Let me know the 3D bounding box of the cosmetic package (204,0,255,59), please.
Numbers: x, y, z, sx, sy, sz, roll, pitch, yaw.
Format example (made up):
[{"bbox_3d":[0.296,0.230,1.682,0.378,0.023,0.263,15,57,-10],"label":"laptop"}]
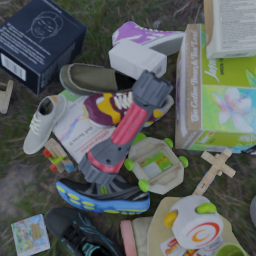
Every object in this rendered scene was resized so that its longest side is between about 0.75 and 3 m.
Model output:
[{"bbox_3d":[2.422,-2.864,6.424,1.245,0.841,2.367,-3,93,2],"label":"cosmetic package"}]

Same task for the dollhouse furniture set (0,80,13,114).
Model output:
[{"bbox_3d":[-4.821,-0.686,8.127,2.326,1.639,1.630,14,71,-26],"label":"dollhouse furniture set"}]

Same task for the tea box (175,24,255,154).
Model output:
[{"bbox_3d":[2.877,-0.970,7.733,2.940,1.997,2.989,3,72,2],"label":"tea box"}]

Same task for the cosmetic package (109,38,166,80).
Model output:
[{"bbox_3d":[0.253,-1.788,7.541,1.393,0.591,0.749,31,63,26],"label":"cosmetic package"}]

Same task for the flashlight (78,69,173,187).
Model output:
[{"bbox_3d":[-0.110,0.027,6.598,0.984,0.981,2.897,26,110,-19],"label":"flashlight"}]

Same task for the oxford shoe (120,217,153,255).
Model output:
[{"bbox_3d":[0.614,3.633,6.814,1.066,1.022,2.888,-12,73,-7],"label":"oxford shoe"}]

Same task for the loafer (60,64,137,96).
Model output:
[{"bbox_3d":[-0.707,-1.381,7.844,2.438,0.849,0.917,1,77,-39],"label":"loafer"}]

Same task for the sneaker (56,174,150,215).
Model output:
[{"bbox_3d":[-0.654,1.684,7.537,2.502,0.887,1.037,8,56,-5],"label":"sneaker"}]

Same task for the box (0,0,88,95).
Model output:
[{"bbox_3d":[-2.592,-2.449,8.205,1.697,1.224,2.287,36,62,-3],"label":"box"}]

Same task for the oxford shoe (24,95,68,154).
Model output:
[{"bbox_3d":[-2.303,-0.114,7.371,0.716,0.550,1.904,46,108,27],"label":"oxford shoe"}]

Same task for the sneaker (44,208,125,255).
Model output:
[{"bbox_3d":[-1.128,2.778,7.109,2.399,0.951,0.904,28,78,10],"label":"sneaker"}]

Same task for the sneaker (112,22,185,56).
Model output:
[{"bbox_3d":[0.668,-2.980,9.001,2.413,0.875,1.376,-13,70,-4],"label":"sneaker"}]

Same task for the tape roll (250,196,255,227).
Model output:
[{"bbox_3d":[4.004,2.255,7.395,1.377,0.455,1.377,-1,61,1],"label":"tape roll"}]

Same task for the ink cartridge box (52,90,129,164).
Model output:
[{"bbox_3d":[-1.232,0.093,8.015,1.442,0.829,2.463,-39,76,-11],"label":"ink cartridge box"}]

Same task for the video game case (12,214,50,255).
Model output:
[{"bbox_3d":[-2.611,2.899,7.511,0.842,0.102,0.925,-18,73,-6],"label":"video game case"}]

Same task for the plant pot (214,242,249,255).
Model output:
[{"bbox_3d":[2.688,3.366,6.326,1.117,1.176,1.176,26,73,-15],"label":"plant pot"}]

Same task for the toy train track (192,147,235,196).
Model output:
[{"bbox_3d":[2.191,1.251,7.383,0.957,0.272,1.669,35,93,10],"label":"toy train track"}]

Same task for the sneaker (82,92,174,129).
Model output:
[{"bbox_3d":[0.057,-0.642,7.318,2.661,1.199,0.997,-4,64,-47],"label":"sneaker"}]

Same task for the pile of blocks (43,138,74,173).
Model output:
[{"bbox_3d":[-1.765,0.904,7.162,0.485,1.562,0.641,-40,60,-17],"label":"pile of blocks"}]

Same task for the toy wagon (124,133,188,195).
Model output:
[{"bbox_3d":[0.649,0.820,7.805,1.565,0.399,2.017,-24,64,-29],"label":"toy wagon"}]

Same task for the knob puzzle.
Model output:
[{"bbox_3d":[1.577,3.014,7.071,2.953,0.409,2.953,9,56,-13],"label":"knob puzzle"}]

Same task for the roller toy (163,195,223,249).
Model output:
[{"bbox_3d":[1.541,2.194,6.600,1.219,1.112,0.851,-33,35,5],"label":"roller toy"}]
